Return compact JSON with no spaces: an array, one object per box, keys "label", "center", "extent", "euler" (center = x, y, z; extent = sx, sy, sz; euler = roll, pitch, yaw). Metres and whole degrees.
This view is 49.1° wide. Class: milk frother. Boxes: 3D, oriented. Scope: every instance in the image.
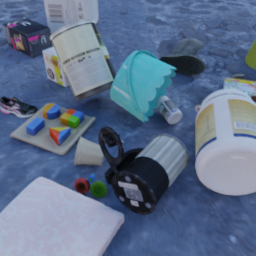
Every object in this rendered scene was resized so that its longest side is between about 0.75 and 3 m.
[{"label":"milk frother","center":[0.347,0.637,6.777],"extent":[1.786,1.979,1.862],"euler":[20,37,27]}]

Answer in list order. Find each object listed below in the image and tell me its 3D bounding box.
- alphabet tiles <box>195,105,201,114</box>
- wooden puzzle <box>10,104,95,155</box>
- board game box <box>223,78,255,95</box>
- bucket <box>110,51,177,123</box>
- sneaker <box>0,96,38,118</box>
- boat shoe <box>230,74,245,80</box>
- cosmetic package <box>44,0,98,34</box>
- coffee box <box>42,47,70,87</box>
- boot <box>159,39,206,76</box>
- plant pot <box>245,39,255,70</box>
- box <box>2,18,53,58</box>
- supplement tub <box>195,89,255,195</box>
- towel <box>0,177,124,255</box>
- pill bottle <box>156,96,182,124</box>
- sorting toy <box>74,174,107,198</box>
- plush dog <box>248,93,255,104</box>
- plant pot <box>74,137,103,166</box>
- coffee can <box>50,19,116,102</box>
[{"label":"alphabet tiles","center":[2.916,-0.598,8.907],"extent":[1.462,1.430,0.107],"euler":[-5,67,21]},{"label":"wooden puzzle","center":[-2.398,-0.134,9.038],"extent":[2.104,0.487,1.949],"euler":[15,41,18]},{"label":"board game box","center":[4.599,-1.397,10.732],"extent":[1.815,0.311,1.220],"euler":[11,39,14]},{"label":"bucket","center":[0.476,-1.384,9.135],"extent":[1.398,2.148,2.148],"euler":[31,46,9]},{"label":"sneaker","center":[-3.867,-0.764,9.737],"extent":[1.390,0.600,0.558],"euler":[6,41,7]},{"label":"boat shoe","center":[4.527,-2.102,11.687],"extent":[0.754,0.281,0.276],"euler":[-8,30,-26]},{"label":"cosmetic package","center":[-3.131,-6.896,15.942],"extent":[2.353,2.367,2.829],"euler":[3,39,4]},{"label":"coffee box","center":[-2.569,-2.617,11.515],"extent":[1.232,1.244,1.246],"euler":[28,47,30]},{"label":"boot","center":[2.818,-3.299,12.740],"extent":[2.278,0.909,2.506],"euler":[21,37,28]},{"label":"plant pot","center":[6.403,-3.765,12.307],"extent":[1.918,2.050,1.918],"euler":[0,39,0]},{"label":"box","center":[-4.983,-4.542,13.963],"extent":[2.217,1.176,1.355],"euler":[29,47,30]},{"label":"supplement tub","center":[2.721,0.272,7.438],"extent":[1.841,1.841,2.549],"euler":[7,40,8]},{"label":"towel","center":[-1.731,2.333,6.050],"extent":[2.539,0.409,2.425],"euler":[18,43,21]},{"label":"pill bottle","center":[1.368,-0.624,9.514],"extent":[0.548,0.548,0.963],"euler":[-15,49,-18]},{"label":"sorting toy","center":[-0.926,1.439,7.166],"extent":[0.880,0.529,0.361],"euler":[10,15,7]},{"label":"plush dog","center":[4.192,-0.559,9.259],"extent":[1.064,1.239,0.994],"euler":[2,13,-7]},{"label":"plant pot","center":[-1.049,0.714,7.845],"extent":[0.736,0.804,0.804],"euler":[12,39,-2]},{"label":"coffee can","center":[-1.462,-2.287,9.704],"extent":[1.687,2.305,1.687],"euler":[-21,9,3]}]
